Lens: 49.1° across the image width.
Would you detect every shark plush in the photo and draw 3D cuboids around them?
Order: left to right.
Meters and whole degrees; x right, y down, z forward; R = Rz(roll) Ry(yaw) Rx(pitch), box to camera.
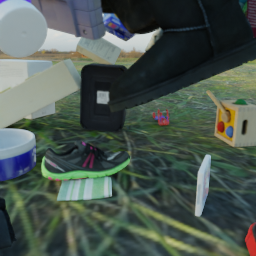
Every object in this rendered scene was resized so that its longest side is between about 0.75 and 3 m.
[{"bbox_3d":[0.953,-2.594,8.269,0.562,1.349,0.613,17,18,-12],"label":"shark plush"}]

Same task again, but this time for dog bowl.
[{"bbox_3d":[-2.637,0.505,5.592,1.517,0.598,1.517,0,15,0],"label":"dog bowl"}]

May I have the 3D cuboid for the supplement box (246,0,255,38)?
[{"bbox_3d":[3.234,-2.717,5.616,1.341,2.431,1.041,-32,40,-20],"label":"supplement box"}]

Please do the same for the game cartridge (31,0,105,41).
[{"bbox_3d":[-1.617,-2.814,5.534,2.661,1.725,0.511,25,53,34],"label":"game cartridge"}]

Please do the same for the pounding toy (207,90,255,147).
[{"bbox_3d":[2.625,-0.287,7.171,0.885,1.245,1.147,-3,16,-11],"label":"pounding toy"}]

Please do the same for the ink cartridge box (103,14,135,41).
[{"bbox_3d":[-0.259,-3.644,9.384,1.045,1.531,0.585,18,-18,-31],"label":"ink cartridge box"}]

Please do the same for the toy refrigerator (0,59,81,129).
[{"bbox_3d":[-2.773,-0.994,8.121,2.764,0.967,1.049,-26,15,8],"label":"toy refrigerator"}]

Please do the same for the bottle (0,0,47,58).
[{"bbox_3d":[-2.240,-2.073,4.150,0.955,1.222,2.925,-29,60,-29],"label":"bottle"}]

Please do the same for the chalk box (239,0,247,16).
[{"bbox_3d":[2.651,-2.874,7.289,1.574,1.585,2.540,21,23,-10],"label":"chalk box"}]

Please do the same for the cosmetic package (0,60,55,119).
[{"bbox_3d":[-3.741,-1.453,10.022,1.906,1.912,1.175,10,19,28],"label":"cosmetic package"}]

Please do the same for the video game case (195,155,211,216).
[{"bbox_3d":[1.143,0.848,4.245,0.086,0.685,0.751,6,17,22],"label":"video game case"}]

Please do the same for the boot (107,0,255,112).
[{"bbox_3d":[0.585,-1.778,4.565,2.853,2.338,1.056,-22,9,11],"label":"boot"}]

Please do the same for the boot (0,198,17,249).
[{"bbox_3d":[-2.111,1.160,3.384,1.170,0.532,1.392,-16,29,-35],"label":"boot"}]

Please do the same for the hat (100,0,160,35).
[{"bbox_3d":[0.449,-2.800,6.149,2.967,1.197,2.967,-24,4,2],"label":"hat"}]

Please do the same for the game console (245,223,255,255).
[{"bbox_3d":[2.171,1.521,2.801,1.670,0.259,1.477,2,20,9],"label":"game console"}]

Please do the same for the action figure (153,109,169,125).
[{"bbox_3d":[1.069,-0.438,8.993,0.389,0.590,1.191,-2,19,-6],"label":"action figure"}]

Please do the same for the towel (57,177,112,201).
[{"bbox_3d":[-0.711,1.015,4.724,0.862,0.101,0.658,-1,17,-5],"label":"towel"}]

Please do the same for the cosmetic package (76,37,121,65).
[{"bbox_3d":[-1.166,-3.103,11.094,1.594,0.839,0.567,29,-15,-10],"label":"cosmetic package"}]

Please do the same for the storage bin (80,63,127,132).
[{"bbox_3d":[-0.684,-0.904,8.158,1.246,1.842,0.864,5,17,3],"label":"storage bin"}]

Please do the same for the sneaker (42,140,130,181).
[{"bbox_3d":[-0.722,0.551,5.107,1.639,0.687,0.629,-3,-1,-21],"label":"sneaker"}]
